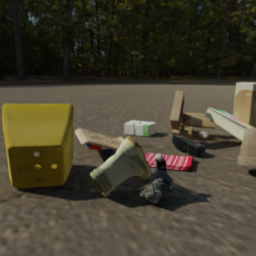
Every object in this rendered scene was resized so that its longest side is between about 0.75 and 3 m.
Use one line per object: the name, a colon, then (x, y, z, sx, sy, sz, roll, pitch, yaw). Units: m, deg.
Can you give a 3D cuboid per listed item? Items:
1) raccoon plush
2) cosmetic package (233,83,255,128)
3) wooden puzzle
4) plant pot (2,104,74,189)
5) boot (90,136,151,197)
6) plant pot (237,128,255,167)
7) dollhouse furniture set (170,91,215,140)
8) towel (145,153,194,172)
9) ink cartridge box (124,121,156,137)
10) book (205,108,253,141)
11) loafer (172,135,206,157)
raccoon plush: (0.514, 1.086, 5.965, 0.685, 1.022, 0.494, 3, -32, -39)
cosmetic package: (5.127, -0.840, 11.979, 1.135, 2.158, 0.767, -10, 16, -40)
wooden puzzle: (-0.829, 0.519, 9.284, 1.725, 0.399, 1.598, 12, 9, -22)
plant pot: (-2.207, 0.524, 6.948, 1.750, 1.750, 1.543, -1, 31, -14)
boot: (-0.146, 1.061, 6.446, 1.284, 1.660, 0.598, -43, 57, -13)
plant pot: (3.444, 0.487, 7.318, 1.125, 0.976, 1.125, -2, -2, 0)
dollhouse furniture set: (2.530, -0.379, 10.605, 1.476, 1.811, 1.722, 5, 57, 18)
towel: (1.157, 0.978, 8.298, 1.491, 0.168, 1.078, 4, 12, 20)
ink cartridge box: (0.502, 0.020, 11.984, 1.146, 0.482, 0.836, 6, 13, 25)
book: (4.079, -0.012, 10.293, 1.461, 0.526, 2.187, 5, 26, -45)
loafer: (1.997, 0.580, 9.371, 0.485, 0.488, 1.341, -10, 27, -30)
